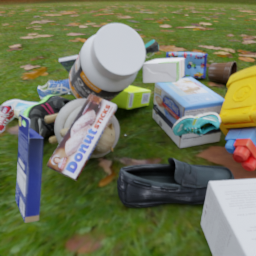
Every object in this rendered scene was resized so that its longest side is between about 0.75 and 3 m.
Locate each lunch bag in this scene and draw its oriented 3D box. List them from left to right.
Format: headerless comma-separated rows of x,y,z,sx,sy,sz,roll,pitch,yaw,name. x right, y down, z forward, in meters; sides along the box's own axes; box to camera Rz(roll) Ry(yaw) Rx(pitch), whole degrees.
3.006,-3.368,14.669,1.957,1.223,2.600,4,18,10,lunch bag

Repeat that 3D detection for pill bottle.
-0.680,-1.670,7.954,1.634,1.634,2.808,-14,-3,-22,pill bottle

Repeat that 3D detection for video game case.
-1.635,-2.197,9.709,1.189,0.139,1.081,-9,-15,8,video game case

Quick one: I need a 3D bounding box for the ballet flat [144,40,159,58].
0.390,-2.207,8.383,1.225,0.419,0.417,-12,40,37,ballet flat

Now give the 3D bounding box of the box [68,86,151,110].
-0.829,-1.422,11.060,2.985,0.711,1.820,17,17,27,box

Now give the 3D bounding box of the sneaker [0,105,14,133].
-3.523,-0.270,7.841,0.344,0.543,0.966,22,45,-1,sneaker

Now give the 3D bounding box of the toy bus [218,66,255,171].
3.654,0.149,7.465,1.897,2.796,2.684,-9,42,57,toy bus

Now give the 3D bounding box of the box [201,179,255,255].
2.442,2.147,4.760,1.575,1.234,2.532,-2,30,-4,box

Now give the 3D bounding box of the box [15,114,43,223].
-1.781,0.648,5.009,0.280,1.729,1.047,0,9,-30,box

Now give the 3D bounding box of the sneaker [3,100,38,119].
-3.845,-0.501,9.921,1.673,0.666,1.092,-1,29,1,sneaker

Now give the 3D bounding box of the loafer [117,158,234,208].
1.167,1.214,6.592,2.871,1.008,0.975,-4,29,-8,loafer

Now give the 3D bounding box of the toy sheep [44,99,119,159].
-1.272,0.005,7.998,1.891,1.891,2.743,-18,31,-28,toy sheep

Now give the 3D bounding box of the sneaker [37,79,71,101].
-2.642,-1.492,10.353,1.467,0.565,0.555,-26,46,-5,sneaker

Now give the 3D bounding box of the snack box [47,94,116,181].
-1.067,0.176,6.731,0.751,0.254,2.090,24,68,8,snack box

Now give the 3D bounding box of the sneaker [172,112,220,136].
1.285,-0.030,5.368,0.945,0.366,0.376,-18,37,27,sneaker

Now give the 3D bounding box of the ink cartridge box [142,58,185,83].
1.021,-1.581,7.593,0.900,0.517,1.537,2,18,20,ink cartridge box

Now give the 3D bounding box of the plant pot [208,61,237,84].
4.444,-2.615,13.266,1.090,1.101,1.101,14,32,36,plant pot

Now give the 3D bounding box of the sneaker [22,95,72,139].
-2.515,-0.321,9.167,1.233,1.130,2.944,4,33,9,sneaker

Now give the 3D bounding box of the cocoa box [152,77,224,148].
1.912,-0.603,9.273,1.487,1.463,2.230,-9,31,-16,cocoa box
